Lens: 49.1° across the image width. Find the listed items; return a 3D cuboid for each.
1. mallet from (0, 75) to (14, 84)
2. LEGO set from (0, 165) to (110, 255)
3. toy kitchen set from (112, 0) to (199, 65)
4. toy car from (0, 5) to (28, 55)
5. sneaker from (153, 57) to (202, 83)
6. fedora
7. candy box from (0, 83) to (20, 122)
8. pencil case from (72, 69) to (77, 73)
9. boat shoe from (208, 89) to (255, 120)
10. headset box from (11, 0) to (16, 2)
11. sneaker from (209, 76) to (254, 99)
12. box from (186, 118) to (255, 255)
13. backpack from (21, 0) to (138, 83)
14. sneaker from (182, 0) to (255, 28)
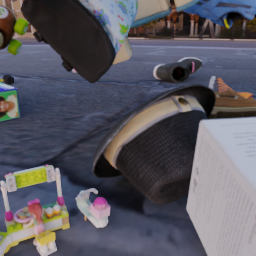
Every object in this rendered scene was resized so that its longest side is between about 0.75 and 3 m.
[{"bbox_3d":[-5.858,-1.962,11.950,1.830,0.377,0.603,-15,25,-27],"label":"mallet"},{"bbox_3d":[-1.257,1.058,2.987,1.018,0.824,2.213,16,26,37],"label":"LEGO set"},{"bbox_3d":[0.573,-3.148,7.609,2.701,1.591,2.164,-12,30,21],"label":"toy kitchen set"},{"bbox_3d":[-4.077,-2.841,8.291,1.460,1.402,1.777,26,27,-11],"label":"toy car"},{"bbox_3d":[2.635,-2.633,12.970,2.667,0.943,1.323,-16,27,-24],"label":"sneaker"},{"bbox_3d":[0.637,0.411,4.060,2.261,2.261,1.033,-15,59,-35],"label":"fedora"},{"bbox_3d":[-4.499,-0.631,7.397,2.049,0.933,2.423,19,28,38],"label":"candy box"},{"bbox_3d":[-2.561,-3.097,14.913,0.791,0.359,0.329,7,-13,12],"label":"pencil case"},{"bbox_3d":[2.563,-0.594,7.017,2.394,0.814,0.861,1,-24,0],"label":"boat shoe"},{"bbox_3d":[-1.019,-1.880,2.867,1.249,0.468,0.928,-42,36,9],"label":"headset box"},{"bbox_3d":[3.050,-0.898,8.494,1.272,0.881,2.271,9,32,13],"label":"sneaker"},{"bbox_3d":[1.655,0.985,2.147,1.571,1.231,2.526,-3,28,-8],"label":"box"},{"bbox_3d":[-0.544,-1.757,4.298,1.330,1.411,1.730,-36,21,22],"label":"backpack"},{"bbox_3d":[2.592,-3.632,8.547,0.942,1.120,2.857,-3,14,-35],"label":"sneaker"}]
